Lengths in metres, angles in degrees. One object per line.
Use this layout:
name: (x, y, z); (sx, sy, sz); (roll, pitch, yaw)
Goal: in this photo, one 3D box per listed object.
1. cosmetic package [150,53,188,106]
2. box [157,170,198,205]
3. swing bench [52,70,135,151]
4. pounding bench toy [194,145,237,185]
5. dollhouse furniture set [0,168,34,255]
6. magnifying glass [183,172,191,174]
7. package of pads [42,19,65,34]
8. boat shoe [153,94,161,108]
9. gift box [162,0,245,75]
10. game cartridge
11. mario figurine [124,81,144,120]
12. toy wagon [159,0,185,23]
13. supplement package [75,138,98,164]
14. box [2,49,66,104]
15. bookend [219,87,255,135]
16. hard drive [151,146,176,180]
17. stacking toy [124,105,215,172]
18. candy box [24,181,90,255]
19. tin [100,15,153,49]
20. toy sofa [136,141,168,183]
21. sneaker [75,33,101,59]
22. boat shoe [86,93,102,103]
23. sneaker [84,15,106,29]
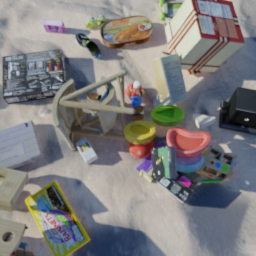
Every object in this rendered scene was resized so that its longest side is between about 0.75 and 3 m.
cosmetic package: (1.626, -1.896, 11.044); (0.981, 0.663, 1.864); (-20, 102, -29)
box: (1.754, 2.060, 10.048); (1.243, 0.713, 0.821); (38, 81, 18)
swing bench: (-1.191, -0.516, 10.063); (2.626, 2.612, 1.703); (-10, 69, -4)
pounding bench toy: (3.159, 1.597, 10.176); (1.154, 0.919, 1.480); (24, 71, 8)
dollhouse furniture set: (-3.973, 3.174, 9.370); (1.990, 2.002, 2.840); (10, 40, 3)
magnifying glass: (2.237, 0.936, 10.807); (0.653, 0.184, 1.640); (-3, 67, 6)
package of pads: (-3.370, -4.605, 12.696); (0.943, 0.568, 0.357); (7, 70, 3)
boat shoe: (1.322, -1.300, 11.538); (0.339, 0.346, 0.972); (27, 81, 13)
gift box: (2.742, -3.731, 11.334); (2.554, 2.385, 2.357); (4, 69, -18)
game cartridge: (-4.658, 0.848, 10.739); (2.477, 0.475, 1.605); (-20, 75, -7)
mario figurine: (0.437, -1.161, 11.143); (0.901, 1.049, 1.700); (18, 44, -28)
toy wagon: (2.411, -5.771, 13.197); (1.830, 0.467, 2.359); (0, 69, 0)
supplement package: (-1.591, 0.882, 10.687); (0.480, 0.462, 0.844); (-31, 72, -11)
box: (-3.919, -2.177, 11.744); (2.531, 0.630, 1.996); (-9, 70, -3)
bookend: (5.027, -0.834, 10.132); (2.621, 2.637, 1.215); (11, 64, 3)
hard drive: (1.157, 1.160, 9.310); (0.283, 1.496, 1.045); (0, 82, -16)
stacking toy: (1.637, 0.425, 10.436); (2.989, 1.263, 2.706); (18, 39, 30)
candy box: (-2.519, 3.246, 9.874); (1.260, 0.326, 2.465); (-34, 73, -9)
tin: (-0.063, -4.335, 12.665); (2.405, 0.504, 1.347); (-11, 74, -4)
toy sofa: (1.053, 1.180, 10.465); (0.796, 0.675, 1.630); (41, 75, 13)
sneaker: (-1.728, -3.703, 12.318); (0.548, 0.640, 1.545); (-40, 74, -15)
boat shoe: (-1.231, -1.246, 11.519); (1.050, 0.388, 0.388); (19, 70, 7)
sneaker: (-1.494, -4.836, 12.877); (1.070, 0.404, 0.409); (-28, 71, -8)
